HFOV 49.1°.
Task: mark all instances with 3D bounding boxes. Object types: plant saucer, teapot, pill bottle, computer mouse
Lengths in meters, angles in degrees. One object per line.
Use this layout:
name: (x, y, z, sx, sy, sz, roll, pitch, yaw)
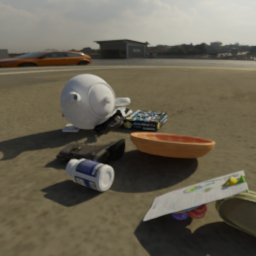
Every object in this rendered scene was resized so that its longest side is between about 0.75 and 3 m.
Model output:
plant saucer: (1.492, 0.587, 9.780, 2.908, 0.544, 2.908, 4, 4, 0)
teapot: (-1.514, -1.208, 12.749, 2.021, 2.731, 2.767, -2, 45, 40)
pill bottle: (-1.125, 1.297, 7.973, 1.301, 0.723, 0.723, 11, 20, 32)
computer mouse: (-0.606, -0.522, 13.334, 1.480, 0.592, 2.699, -41, -2, 20)

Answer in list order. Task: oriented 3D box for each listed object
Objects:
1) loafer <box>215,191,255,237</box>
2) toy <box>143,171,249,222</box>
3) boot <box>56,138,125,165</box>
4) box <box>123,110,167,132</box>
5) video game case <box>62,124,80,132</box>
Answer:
loafer: (2.856, 1.919, 5.741, 2.214, 0.838, 0.756, 11, 14, 32)
toy: (1.593, 1.692, 6.363, 2.304, 0.544, 1.327, -27, -1, 20)
boot: (-1.254, 0.728, 9.878, 1.809, 0.719, 2.077, 10, 21, 31)
box: (0.887, -0.386, 13.898, 1.682, 0.487, 2.116, 6, 18, 20)
video game case: (-2.656, 0.006, 13.303, 0.709, 0.089, 0.991, 1, 17, 2)
